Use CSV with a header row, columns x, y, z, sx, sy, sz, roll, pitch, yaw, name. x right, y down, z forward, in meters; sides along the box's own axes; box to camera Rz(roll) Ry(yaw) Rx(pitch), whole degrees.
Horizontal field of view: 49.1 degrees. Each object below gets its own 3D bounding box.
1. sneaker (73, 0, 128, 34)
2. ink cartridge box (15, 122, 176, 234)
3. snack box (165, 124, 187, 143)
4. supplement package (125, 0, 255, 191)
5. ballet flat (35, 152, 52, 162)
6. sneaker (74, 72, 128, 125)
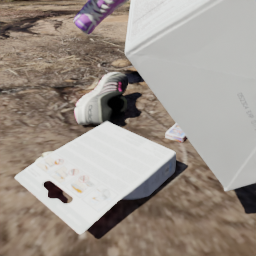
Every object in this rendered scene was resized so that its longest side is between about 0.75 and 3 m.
x,y,z,sx,sy,sz,roll,pitch,yaw,name
-0.838,-3.622,8.410,1.556,0.989,2.730,-55,16,-16,sneaker
-0.580,0.915,5.640,2.036,0.601,2.544,24,43,36,ink cartridge box
1.530,-0.021,7.612,0.478,0.162,1.329,18,34,29,snack box
1.527,-1.169,3.883,2.004,2.606,2.725,-25,36,24,supplement package
-1.830,0.721,6.160,0.317,0.293,0.941,6,30,11,ballet flat
-0.442,-0.843,8.308,1.153,0.972,2.636,13,36,20,sneaker
